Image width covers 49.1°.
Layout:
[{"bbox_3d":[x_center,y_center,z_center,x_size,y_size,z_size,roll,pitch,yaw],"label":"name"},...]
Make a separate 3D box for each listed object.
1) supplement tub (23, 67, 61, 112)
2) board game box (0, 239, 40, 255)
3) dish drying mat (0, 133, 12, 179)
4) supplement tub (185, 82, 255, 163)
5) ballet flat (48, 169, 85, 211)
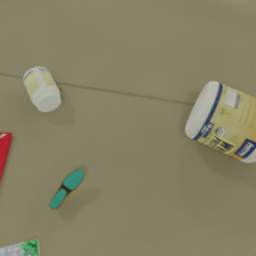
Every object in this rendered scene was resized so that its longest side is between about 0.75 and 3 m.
[{"bbox_3d":[-3.243,-1.444,10.607,1.073,1.073,1.480,-25,64,-13],"label":"supplement tub"},{"bbox_3d":[-3.494,4.431,7.789,2.112,0.273,2.112,-13,62,-6],"label":"board game box"},{"bbox_3d":[-4.768,1.378,9.504,1.046,0.248,2.722,3,61,1],"label":"dish drying mat"},{"bbox_3d":[3.518,-0.095,9.122,2.814,2.032,2.032,24,63,5],"label":"supplement tub"},{"bbox_3d":[-1.955,1.928,8.871,0.521,0.478,1.517,40,74,4],"label":"ballet flat"}]
